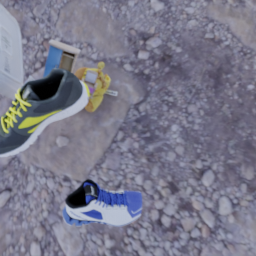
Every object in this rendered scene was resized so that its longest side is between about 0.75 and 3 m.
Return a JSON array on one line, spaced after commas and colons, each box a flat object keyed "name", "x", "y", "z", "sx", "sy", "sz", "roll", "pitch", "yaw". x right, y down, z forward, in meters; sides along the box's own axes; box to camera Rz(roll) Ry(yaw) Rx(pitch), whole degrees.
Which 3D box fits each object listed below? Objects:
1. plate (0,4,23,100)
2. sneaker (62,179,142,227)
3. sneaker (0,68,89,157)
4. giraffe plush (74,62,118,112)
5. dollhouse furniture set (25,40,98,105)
[{"name": "plate", "x": -3.620, "y": -2.381, "z": 7.899, "sx": 0.455, "sy": 2.810, "sz": 2.816, "roll": -6, "pitch": 84, "yaw": 1}, {"name": "sneaker", "x": -0.694, "y": 2.025, "z": 7.562, "sx": 2.256, "sy": 1.303, "sz": 0.911, "roll": -4, "pitch": 49, "yaw": -8}, {"name": "sneaker", "x": -2.363, "y": -0.452, "z": 6.531, "sx": 2.930, "sy": 1.240, "sz": 1.091, "roll": -36, "pitch": 66, "yaw": -6}, {"name": "giraffe plush", "x": -1.335, "y": -1.528, "z": 9.841, "sx": 1.883, "sy": 1.527, "sz": 1.624, "roll": -4, "pitch": 76, "yaw": -1}, {"name": "dollhouse furniture set", "x": -1.795, "y": -1.322, "z": 7.784, "sx": 1.858, "sy": 1.285, "sz": 1.969, "roll": 18, "pitch": 32, "yaw": -9}]
